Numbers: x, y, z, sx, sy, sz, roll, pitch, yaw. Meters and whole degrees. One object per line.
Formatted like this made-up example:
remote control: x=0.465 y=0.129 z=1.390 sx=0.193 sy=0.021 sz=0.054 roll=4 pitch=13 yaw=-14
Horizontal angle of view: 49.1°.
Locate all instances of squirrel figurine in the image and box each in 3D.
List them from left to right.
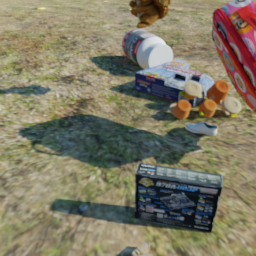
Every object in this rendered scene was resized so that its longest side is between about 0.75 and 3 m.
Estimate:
squirrel figurine: x=0.744 y=-4.419 z=9.740 sx=1.492 sy=1.392 sz=1.056 roll=-7 pitch=49 yaw=11

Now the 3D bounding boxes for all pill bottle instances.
pill bottle: x=0.962 y=-4.015 z=14.534 sx=1.702 sy=1.702 sz=2.938 roll=-14 pitch=35 yaw=-21

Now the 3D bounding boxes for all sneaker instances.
sneaker: x=2.493 y=-0.037 z=9.517 sx=1.066 sy=0.377 sz=0.389 roll=10 pitch=34 yaw=15

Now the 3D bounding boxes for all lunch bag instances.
lunch bag: x=3.144 y=-1.860 z=7.084 sx=1.118 sy=2.729 sz=2.404 roll=-27 pitch=-13 yaw=10

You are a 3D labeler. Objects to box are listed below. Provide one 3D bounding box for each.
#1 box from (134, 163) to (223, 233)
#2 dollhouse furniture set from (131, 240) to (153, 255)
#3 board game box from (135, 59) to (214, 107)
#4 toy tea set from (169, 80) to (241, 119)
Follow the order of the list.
box: x=1.027 y=1.530 z=6.091 sx=1.777 sy=1.413 sz=0.409 roll=6 pitch=33 yaw=11
dollhouse furniture set: x=0.536 y=2.575 z=5.314 sx=0.419 sy=0.491 sz=0.947 roll=-28 pitch=42 yaw=-34
board game box: x=2.250 y=-2.186 z=12.429 sx=2.845 sy=0.877 sz=2.843 roll=21 pitch=39 yaw=29
toy tea set: x=2.838 y=-0.950 z=10.759 sx=2.732 sy=1.011 sz=1.624 roll=-3 pitch=62 yaw=-11
